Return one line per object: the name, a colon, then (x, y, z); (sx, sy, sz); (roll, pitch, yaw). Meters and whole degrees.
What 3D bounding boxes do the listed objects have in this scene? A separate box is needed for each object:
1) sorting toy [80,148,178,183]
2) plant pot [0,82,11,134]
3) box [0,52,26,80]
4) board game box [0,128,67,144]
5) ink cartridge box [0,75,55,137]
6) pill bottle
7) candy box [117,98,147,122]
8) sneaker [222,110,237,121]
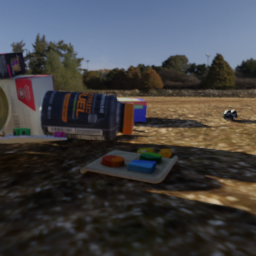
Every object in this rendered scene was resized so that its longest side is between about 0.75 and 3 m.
sorting toy: (0.208, 0.681, 6.430); (1.766, 0.317, 2.371); (3, 9, 19)
plant pot: (-5.122, -0.612, 8.764); (2.297, 2.297, 2.102); (-6, 5, -36)
box: (-4.203, -2.053, 9.253); (0.908, 0.788, 1.485); (-1, 17, 13)
board game box: (-2.587, 0.203, 6.444); (1.737, 0.225, 1.737); (-4, -5, 16)
ink cartridge box: (-4.103, -0.832, 10.237); (2.874, 2.087, 1.198); (4, 19, 25)
pill bottle: (-1.188, -0.363, 8.716); (2.755, 1.463, 1.463); (3, 8, 0)
candy box: (-0.392, -0.997, 14.927); (2.508, 1.142, 2.966); (1, 9, -3)
sneaker: (5.209, -0.600, 14.718); (0.649, 0.598, 1.623); (-13, -5, 37)
